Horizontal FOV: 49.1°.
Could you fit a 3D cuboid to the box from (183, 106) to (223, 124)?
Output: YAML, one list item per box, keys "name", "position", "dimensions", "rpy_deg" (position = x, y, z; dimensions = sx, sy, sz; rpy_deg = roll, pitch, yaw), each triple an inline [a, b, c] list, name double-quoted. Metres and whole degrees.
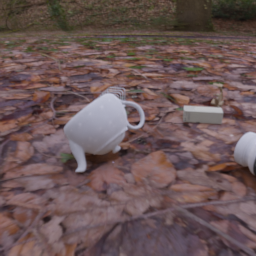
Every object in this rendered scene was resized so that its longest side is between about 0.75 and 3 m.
- name: "box"
  position: [3.382, -0.594, 12.765]
  dimensions: [1.708, 0.584, 0.702]
  rpy_deg: [5, 26, 9]

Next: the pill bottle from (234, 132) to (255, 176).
- name: "pill bottle"
  position: [4.548, 1.049, 8.411]
  dimensions: [1.373, 1.373, 2.371]
  rpy_deg: [-17, 29, -31]

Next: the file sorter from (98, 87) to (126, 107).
- name: "file sorter"
  position: [-0.802, -1.348, 13.952]
  dimensions: [1.046, 0.939, 1.508]
  rpy_deg: [6, 27, 14]

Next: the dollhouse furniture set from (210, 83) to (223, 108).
- name: "dollhouse furniture set"
  position: [4.430, -1.576, 14.154]
  dimensions: [0.553, 1.250, 0.648]
  rpy_deg: [19, 55, 33]

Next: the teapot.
- name: "teapot"
  position: [-0.839, 0.073, 9.543]
  dimensions: [2.381, 1.739, 2.350]
  rpy_deg: [-39, 0, 23]
